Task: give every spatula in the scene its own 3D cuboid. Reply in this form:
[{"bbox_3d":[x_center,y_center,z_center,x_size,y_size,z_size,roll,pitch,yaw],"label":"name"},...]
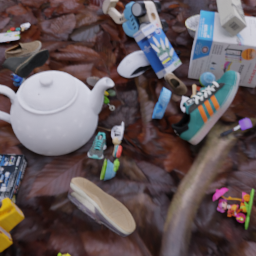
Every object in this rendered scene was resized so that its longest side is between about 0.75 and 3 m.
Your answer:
[{"bbox_3d":[3.530,0.024,9.215,1.219,0.125,0.344,-22,94,-17],"label":"spatula"}]

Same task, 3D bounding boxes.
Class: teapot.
[{"bbox_3d":[-2.393,-0.717,8.623,2.898,2.144,2.936,33,60,23],"label":"teapot"}]

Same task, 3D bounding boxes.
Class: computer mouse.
[{"bbox_3d":[0.742,-2.815,11.225,2.628,0.577,1.441,-32,59,-22],"label":"computer mouse"}]

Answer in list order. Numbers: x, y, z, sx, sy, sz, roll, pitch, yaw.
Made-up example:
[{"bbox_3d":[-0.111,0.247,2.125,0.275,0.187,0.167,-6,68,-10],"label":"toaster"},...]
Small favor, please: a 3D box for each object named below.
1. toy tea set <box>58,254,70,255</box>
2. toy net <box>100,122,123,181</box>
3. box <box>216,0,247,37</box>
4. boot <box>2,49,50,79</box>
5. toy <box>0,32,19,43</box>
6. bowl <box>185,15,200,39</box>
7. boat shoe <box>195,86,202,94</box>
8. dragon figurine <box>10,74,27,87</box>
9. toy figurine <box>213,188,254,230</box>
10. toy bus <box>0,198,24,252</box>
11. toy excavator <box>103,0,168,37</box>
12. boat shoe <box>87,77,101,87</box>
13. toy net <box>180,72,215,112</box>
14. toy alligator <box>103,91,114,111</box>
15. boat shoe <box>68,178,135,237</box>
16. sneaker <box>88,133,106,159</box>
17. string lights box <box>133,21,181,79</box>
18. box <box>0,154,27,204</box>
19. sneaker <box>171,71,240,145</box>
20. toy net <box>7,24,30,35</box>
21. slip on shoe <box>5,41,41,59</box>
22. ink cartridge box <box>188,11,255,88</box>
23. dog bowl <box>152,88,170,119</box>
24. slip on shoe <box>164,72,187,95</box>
[{"bbox_3d":[-1.205,3.496,6.468,1.352,0.500,0.804,39,94,5],"label":"toy tea set"},{"bbox_3d":[-0.421,0.548,8.269,0.383,1.040,1.983,12,54,-5],"label":"toy net"},{"bbox_3d":[3.514,-3.927,9.559,0.681,0.567,1.657,27,49,-26],"label":"box"},{"bbox_3d":[-3.522,-2.378,9.624,0.985,0.552,1.424,27,54,24],"label":"boot"},{"bbox_3d":[-5.280,-3.907,12.279,1.048,0.247,0.603,-12,52,-2],"label":"toy"},{"bbox_3d":[3.288,-4.183,12.097,1.642,0.771,1.642,-4,44,3],"label":"bowl"},{"bbox_3d":[2.816,-1.326,10.271,0.911,0.285,0.324,32,61,24],"label":"boat shoe"},{"bbox_3d":[-4.203,-1.790,10.606,1.074,0.316,0.534,22,55,15],"label":"dragon figurine"},{"bbox_3d":[2.776,2.062,7.546,0.971,0.792,1.055,10,77,24],"label":"toy figurine"},{"bbox_3d":[-3.639,2.739,6.632,2.343,0.762,0.917,-34,43,-16],"label":"toy bus"},{"bbox_3d":[0.102,-4.789,12.248,1.302,2.607,2.535,-27,100,-41],"label":"toy excavator"},{"bbox_3d":[-1.064,-1.647,10.418,0.970,0.348,0.367,13,87,-8],"label":"boat shoe"},{"bbox_3d":[2.584,-1.129,9.870,0.992,0.365,1.891,42,79,5],"label":"toy net"},{"bbox_3d":[-0.886,-1.082,9.834,0.402,0.291,1.213,-47,65,14],"label":"toy alligator"},{"bbox_3d":[-0.754,2.121,7.284,2.129,0.690,0.766,33,20,23],"label":"boat shoe"},{"bbox_3d":[-0.904,0.507,8.311,0.468,0.550,1.207,9,21,-2],"label":"sneaker"},{"bbox_3d":[1.115,-2.954,10.617,0.976,0.560,1.899,-41,104,-33],"label":"string lights box"},{"bbox_3d":[-3.798,1.555,7.969,1.384,0.401,1.742,1,52,1],"label":"box"},{"bbox_3d":[2.270,-0.704,8.417,1.015,2.541,0.907,29,18,-8],"label":"sneaker"},{"bbox_3d":[-4.937,-4.444,12.739,0.570,0.210,1.086,26,55,22],"label":"toy net"},{"bbox_3d":[-4.371,-3.291,11.655,1.590,0.482,0.605,-33,59,-23],"label":"slip on shoe"},{"bbox_3d":[3.735,-2.922,10.487,2.540,1.870,1.837,10,53,8],"label":"ink cartridge box"},{"bbox_3d":[1.117,-0.784,9.351,0.286,1.155,0.644,16,37,-2],"label":"dog bowl"},{"bbox_3d":[1.734,-1.512,9.952,0.445,1.170,0.354,-40,38,12],"label":"slip on shoe"}]
